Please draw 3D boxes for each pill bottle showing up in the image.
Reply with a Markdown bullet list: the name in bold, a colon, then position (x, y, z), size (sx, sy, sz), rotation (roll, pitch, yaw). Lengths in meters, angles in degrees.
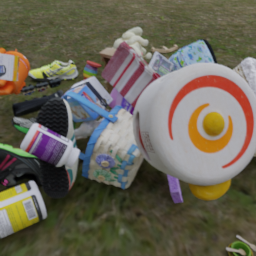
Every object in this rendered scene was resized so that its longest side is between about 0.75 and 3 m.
- **pill bottle**: position (-1.730, 0.443, 6.299), size (1.194, 0.671, 0.671), rotation (30, 31, -17)
- **pill bottle**: position (-2.802, 1.940, 6.325), size (1.673, 0.956, 0.956), rotation (-19, 39, -26)

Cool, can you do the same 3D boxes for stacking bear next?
- **stacking bear**: position (-1.249, -1.716, 9.151), size (0.471, 0.829, 0.503), rotation (21, 15, 4)

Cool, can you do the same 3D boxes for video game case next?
- **video game case**: position (1.141, -2.133, 9.919), size (0.865, 0.786, 0.101), rotation (29, -9, -26)

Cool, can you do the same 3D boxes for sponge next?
- **sponge**: position (1.108, 1.049, 7.199), size (0.235, 0.880, 1.577), rotation (-13, 56, 11)

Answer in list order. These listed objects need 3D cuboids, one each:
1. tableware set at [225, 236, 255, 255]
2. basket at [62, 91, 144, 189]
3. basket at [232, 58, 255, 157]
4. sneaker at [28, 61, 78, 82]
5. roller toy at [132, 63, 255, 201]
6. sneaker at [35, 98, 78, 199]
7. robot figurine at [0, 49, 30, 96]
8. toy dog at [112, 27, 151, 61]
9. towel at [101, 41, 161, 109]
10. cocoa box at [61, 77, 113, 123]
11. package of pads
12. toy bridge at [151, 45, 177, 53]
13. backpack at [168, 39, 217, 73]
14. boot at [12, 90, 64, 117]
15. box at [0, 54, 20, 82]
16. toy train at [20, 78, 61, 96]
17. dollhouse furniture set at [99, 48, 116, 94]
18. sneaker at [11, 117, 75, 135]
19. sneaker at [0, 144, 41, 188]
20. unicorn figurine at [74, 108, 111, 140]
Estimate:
- **tableware set**: position (2.356, 2.896, 5.559), size (1.128, 0.257, 1.675), rotation (28, 43, 34)
- **basket**: position (-0.742, 0.333, 7.515), size (2.476, 2.183, 1.722), rotation (29, 47, 15)
- **basket**: position (3.576, -0.447, 7.831), size (2.141, 1.738, 2.161), rotation (8, 62, -35)
- **sneaker**: position (-3.524, -2.718, 13.117), size (2.230, 0.852, 0.841), rotation (-7, 37, -9)
- **roller toy**: position (1.214, -0.041, 5.177), size (2.092, 2.293, 1.603), rotation (29, -6, -12)
- **sneaker**: position (-1.774, 0.478, 7.275), size (0.873, 2.479, 1.159), rotation (-2, 2, 3)
- **robot figurine**: position (-4.236, -1.983, 10.001), size (1.386, 1.124, 1.927), rotation (33, 43, -23)
- **toy dog**: position (0.028, -3.872, 14.158), size (2.276, 1.638, 2.347), rotation (-4, 37, -1)
- **towel**: position (0.176, -1.155, 7.219), size (1.801, 1.297, 0.205), rotation (45, 47, 4)
- **cocoa box**: position (-1.286, -0.776, 8.154), size (0.879, 0.893, 1.339), rotation (-50, 25, -26)
- **package of pads**: position (0.437, -0.666, 8.114), size (2.088, 1.258, 0.790), rotation (39, 30, 18)
- **toy bridge**: position (2.149, -4.573, 16.337), size (1.644, 0.224, 0.553), rotation (-12, 38, -17)
- **backpack**: position (2.873, -2.956, 12.721), size (2.287, 1.866, 1.758), rotation (-21, -1, -10)
- **boot**: position (-3.180, -0.702, 9.903), size (1.718, 1.416, 0.564), rotation (-25, 78, -26)
- **box**: position (-3.375, -1.578, 7.133), size (1.103, 0.656, 0.229), rotation (7, 7, -9)
- **toy train**: position (-3.117, -1.465, 10.038), size (1.504, 0.344, 0.257), rotation (-22, 57, -30)
- **dollhouse furniture set**: position (-0.535, -1.113, 9.221), size (1.830, 2.245, 2.135), rotation (-36, 29, -10)
- **sneaker**: position (-2.593, -0.227, 8.704), size (1.955, 0.833, 0.763), rotation (-1, 21, -29)
- **sneaker**: position (-3.174, 0.998, 7.161), size (2.333, 0.895, 0.978), rotation (13, 62, -25)
- **unicorn figurine**: position (-1.076, -0.086, 8.656), size (2.287, 1.571, 0.845), rotation (19, 46, -51)
